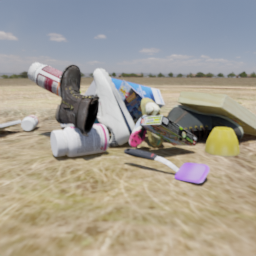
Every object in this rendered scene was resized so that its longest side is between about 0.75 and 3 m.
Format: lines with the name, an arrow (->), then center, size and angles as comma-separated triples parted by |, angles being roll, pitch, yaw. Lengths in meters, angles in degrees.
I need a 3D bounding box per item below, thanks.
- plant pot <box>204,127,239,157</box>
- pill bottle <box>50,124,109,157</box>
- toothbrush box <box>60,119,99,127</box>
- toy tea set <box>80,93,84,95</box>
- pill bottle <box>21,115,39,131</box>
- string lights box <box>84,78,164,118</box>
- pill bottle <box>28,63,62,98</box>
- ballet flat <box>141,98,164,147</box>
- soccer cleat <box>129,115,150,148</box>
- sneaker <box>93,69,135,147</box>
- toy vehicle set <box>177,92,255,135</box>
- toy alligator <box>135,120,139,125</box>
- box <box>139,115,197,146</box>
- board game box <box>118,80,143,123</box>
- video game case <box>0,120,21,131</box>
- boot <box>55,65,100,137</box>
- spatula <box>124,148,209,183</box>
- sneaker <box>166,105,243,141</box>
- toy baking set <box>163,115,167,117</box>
plant pot -> 2.589, 0.340, 7.677 | 0.921, 0.654, 0.921 | 1, 11, 0
pill bottle -> -1.263, 0.336, 7.330 | 1.373, 0.778, 0.778 | -6, 13, -30
toothbrush box -> -1.905, -0.466, 11.428 | 1.731, 0.738, 1.267 | -4, 8, -14
toy tea set -> -1.843, -1.544, 15.705 | 2.956, 1.094, 1.758 | -2, 4, -13
pill bottle -> -3.745, -0.178, 10.675 | 0.512, 0.512, 0.934 | -1, 11, -6
string lights box -> -0.174, -0.952, 10.519 | 2.798, 0.825, 1.438 | 7, -37, -36
pill bottle -> -2.477, -1.542, 8.968 | 1.322, 0.755, 0.755 | 27, 18, 12
ballet flat -> 0.785, -0.287, 8.438 | 0.607, 1.717, 0.607 | -7, -27, -3
soccer cleat -> 0.306, 0.115, 7.632 | 0.367, 1.051, 0.454 | 38, -25, -13
sneaker -> -0.596, -0.633, 8.266 | 0.960, 2.384, 0.911 | -26, -11, 4
toy vehicle set -> 3.223, -0.425, 9.239 | 2.900, 0.384, 1.802 | 23, -4, -35
toy alligator -> 0.818, -0.218, 10.071 | 0.794, 0.576, 2.397 | -4, 5, -12
box -> 1.078, 0.102, 7.413 | 1.442, 0.250, 0.794 | 29, -20, -34
board game box -> -0.087, -0.736, 9.277 | 1.590, 1.589, 0.490 | -39, 54, -4
video game case -> -4.541, -0.003, 9.932 | 1.007, 0.127, 1.106 | -17, 4, 24
boot -> -1.207, -0.754, 7.195 | 0.632, 1.827, 1.590 | 8, 1, -39
spatula -> 0.742, 0.737, 6.076 | 2.034, 0.209, 0.575 | 17, 42, 32
sneaker -> 2.217, 0.156, 8.702 | 2.392, 0.895, 1.271 | 18, 44, 25
toy baking set -> 1.547, -0.493, 13.202 | 1.063, 0.161, 1.385 | -10, 15, -42
